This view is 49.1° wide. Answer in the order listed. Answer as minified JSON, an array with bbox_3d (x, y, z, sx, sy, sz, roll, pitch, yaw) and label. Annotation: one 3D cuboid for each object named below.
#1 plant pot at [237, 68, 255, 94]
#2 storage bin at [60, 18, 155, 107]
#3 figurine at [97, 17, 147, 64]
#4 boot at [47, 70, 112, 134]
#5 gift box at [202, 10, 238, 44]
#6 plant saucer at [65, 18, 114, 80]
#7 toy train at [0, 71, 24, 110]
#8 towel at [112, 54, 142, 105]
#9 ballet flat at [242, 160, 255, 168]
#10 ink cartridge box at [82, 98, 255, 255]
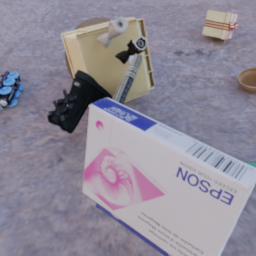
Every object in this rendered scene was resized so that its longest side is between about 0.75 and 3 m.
[{"bbox_3d":[4.617,-1.641,10.229,1.187,0.548,1.187,-9,45,9],"label":"plant pot"},{"bbox_3d":[-0.524,-2.055,8.942,2.391,2.408,1.129,-24,26,-23],"label":"storage bin"},{"bbox_3d":[-0.222,-2.265,7.474,1.115,1.088,0.480,40,60,-17],"label":"figurine"},{"bbox_3d":[-1.250,-0.552,7.499,0.687,1.856,1.521,27,87,21],"label":"boot"},{"bbox_3d":[4.424,-4.794,13.325,1.325,1.419,1.309,21,33,27],"label":"gift box"},{"bbox_3d":[-0.807,-2.442,9.718,2.704,2.704,0.398,-18,14,-19],"label":"plant saucer"},{"bbox_3d":[-4.374,-1.341,9.845,1.020,0.774,1.785,-6,42,2],"label":"toy train"},{"bbox_3d":[-0.344,-0.641,7.313,0.398,2.305,2.220,24,82,-4],"label":"towel"},{"bbox_3d":[3.606,1.145,7.343,1.449,0.492,0.546,17,22,11],"label":"ballet flat"},{"bbox_3d":[0.367,1.242,4.833,2.741,2.791,0.604,27,34,28],"label":"ink cartridge box"}]
